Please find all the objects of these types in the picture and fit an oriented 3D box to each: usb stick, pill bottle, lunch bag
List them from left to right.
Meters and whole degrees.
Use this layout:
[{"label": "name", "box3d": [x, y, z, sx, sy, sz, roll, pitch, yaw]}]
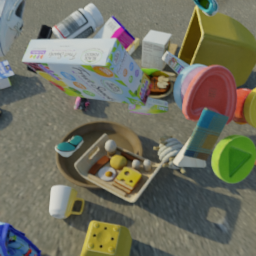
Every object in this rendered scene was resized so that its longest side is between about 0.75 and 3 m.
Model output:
[{"label": "lunch bag", "box3d": [-3.403, 2.817, 6.330, 2.015, 2.677, 1.259, 4, 46, 4]}, {"label": "usb stick", "box3d": [-2.926, -2.615, 9.288, 0.448, 1.617, 0.264, 23, 7, 7]}, {"label": "pill bottle", "box3d": [-1.617, -3.300, 9.156, 1.526, 0.869, 0.869, -38, 54, -7]}]

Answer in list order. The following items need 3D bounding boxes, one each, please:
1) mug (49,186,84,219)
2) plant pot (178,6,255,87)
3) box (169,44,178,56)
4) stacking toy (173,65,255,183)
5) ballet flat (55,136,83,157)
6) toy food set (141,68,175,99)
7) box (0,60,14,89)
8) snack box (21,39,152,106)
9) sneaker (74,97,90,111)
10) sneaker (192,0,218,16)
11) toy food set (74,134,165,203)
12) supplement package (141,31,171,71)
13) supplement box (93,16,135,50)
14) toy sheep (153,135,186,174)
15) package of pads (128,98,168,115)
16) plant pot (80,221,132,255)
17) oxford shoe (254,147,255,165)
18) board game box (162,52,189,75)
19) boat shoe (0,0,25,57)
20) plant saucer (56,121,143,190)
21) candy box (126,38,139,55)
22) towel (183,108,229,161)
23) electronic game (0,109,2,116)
[{"label": "mug", "box3d": [-1.870, 2.229, 8.273, 0.978, 0.783, 0.803, -1, 54, 8]}, {"label": "plant pot", "box3d": [3.994, -3.250, 12.306, 2.841, 2.759, 2.778, 9, 46, -5]}, {"label": "box", "box3d": [2.085, -4.160, 14.843, 0.884, 0.115, 1.081, 13, 48, 13]}, {"label": "stacking toy", "box3d": [2.098, -0.129, 6.771, 2.758, 2.496, 1.165, 17, 5, -25]}, {"label": "ballet flat", "box3d": [-1.517, 0.540, 7.217, 0.411, 0.411, 1.183, 13, 17, 13]}, {"label": "toy food set", "box3d": [1.065, -1.978, 12.432, 1.881, 0.547, 2.724, 12, 47, 12]}, {"label": "box", "box3d": [-6.432, -2.175, 12.602, 2.408, 0.574, 1.468, -23, 50, -20]}, {"label": "snack box", "box3d": [-1.116, -1.519, 7.728, 2.991, 2.127, 0.792, 10, 75, 32]}, {"label": "sneaker", "box3d": [-1.883, -1.158, 11.804, 0.580, 0.481, 1.217, 18, 46, -12]}, {"label": "sneaker", "box3d": [2.516, -4.751, 9.953, 1.816, 0.704, 0.723, 52, 36, 11]}, {"label": "toy food set", "box3d": [-0.257, 1.140, 8.742, 2.318, 0.700, 1.663, 22, 48, 26]}, {"label": "supplement package", "box3d": [1.355, -3.708, 13.483, 1.079, 1.432, 1.087, 18, 49, 16]}, {"label": "supplement box", "box3d": [-0.630, -2.665, 9.028, 1.495, 0.773, 0.757, -44, 63, 13]}, {"label": "toy sheep", "box3d": [1.486, 0.892, 9.405, 1.032, 1.032, 1.496, -16, 64, -15]}, {"label": "package of pads", "box3d": [0.575, -0.659, 8.620, 0.835, 1.081, 0.369, 8, 82, -32]}, {"label": "plant pot", "box3d": [-0.580, 3.025, 7.140, 1.205, 1.241, 1.213, 8, 46, 8]}, {"label": "oxford shoe", "box3d": [5.429, 0.642, 9.644, 2.416, 0.881, 0.861, -16, 42, -16]}, {"label": "board game box", "box3d": [2.037, -1.796, 9.334, 1.286, 0.327, 1.913, 22, 24, -33]}, {"label": "boat shoe", "box3d": [-4.095, -3.608, 9.808, 0.860, 0.942, 2.618, 2, 61, -7]}, {"label": "plant saucer", "box3d": [-0.973, 0.908, 9.741, 2.972, 0.438, 2.972, 0, 47, 0]}, {"label": "candy box", "box3d": [-0.061, -4.318, 14.793, 0.828, 0.397, 1.434, 19, 49, 17]}, {"label": "towel", "box3d": [1.545, 0.153, 5.595, 0.753, 1.027, 0.111, 15, 15, -36]}, {"label": "electronic game", "box3d": [-5.767, -0.514, 11.215, 1.328, 0.276, 1.328, 0, 47, 0]}]
